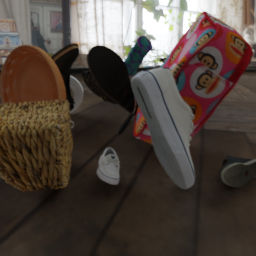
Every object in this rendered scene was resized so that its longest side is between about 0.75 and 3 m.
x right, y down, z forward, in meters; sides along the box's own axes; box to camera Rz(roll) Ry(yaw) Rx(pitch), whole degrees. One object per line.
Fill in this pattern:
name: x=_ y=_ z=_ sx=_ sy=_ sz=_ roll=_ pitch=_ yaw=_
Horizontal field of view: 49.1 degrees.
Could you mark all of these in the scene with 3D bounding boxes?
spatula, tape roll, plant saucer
spatula: x=0.125 y=-0.519 z=7.263 sx=0.196 sy=1.903 sz=0.538 roll=23 pitch=32 yaw=-3
tape roll: x=-2.454 y=-1.270 z=10.643 sx=1.497 sy=1.497 sz=0.523 roll=-2 pitch=12 yaw=-8
plant saucer: x=-2.346 y=-0.815 z=6.989 sx=2.405 sy=2.405 sz=0.450 roll=11 pitch=16 yaw=35

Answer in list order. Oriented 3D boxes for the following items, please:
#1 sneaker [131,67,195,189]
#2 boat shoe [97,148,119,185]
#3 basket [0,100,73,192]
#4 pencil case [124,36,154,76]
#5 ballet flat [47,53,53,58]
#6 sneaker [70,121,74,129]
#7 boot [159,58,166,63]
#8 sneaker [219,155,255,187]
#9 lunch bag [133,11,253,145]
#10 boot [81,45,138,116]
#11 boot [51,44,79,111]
sneaker: x=0.795 y=-0.009 z=4.731 sx=0.757 sy=2.140 sz=0.781 roll=-25 pitch=12 yaw=-18
boat shoe: x=-0.340 y=0.634 z=4.957 sx=0.394 sy=0.350 sz=1.071 roll=17 pitch=12 yaw=-18
basket: x=-1.713 y=0.323 z=4.873 sx=1.348 sy=1.292 sz=1.810 roll=-4 pitch=20 yaw=-7
pencil case: x=0.375 y=-3.047 z=12.091 sx=0.843 sy=0.776 sz=1.825 roll=-24 pitch=-14 yaw=-36
ballet flat: x=-2.728 y=-2.131 z=8.921 sx=0.892 sy=0.315 sz=0.315 roll=-33 pitch=32 yaw=-35
sneaker: x=-2.146 y=-0.083 z=8.464 sx=0.620 sy=0.395 sz=1.073 roll=7 pitch=15 yaw=36
boot: x=1.855 y=-1.782 z=8.642 sx=1.758 sy=0.609 sz=1.531 roll=16 pitch=12 yaw=8
sneaker: x=1.913 y=0.794 z=5.257 sx=1.166 sy=0.436 sz=0.619 roll=-2 pitch=7 yaw=-39
lunch bag: x=1.260 y=-1.106 z=6.437 sx=1.204 sy=2.940 sz=2.590 roll=28 pitch=31 yaw=-12
boot: x=-0.833 y=-1.469 z=8.890 sx=0.994 sy=2.872 sz=2.500 roll=-49 pitch=40 yaw=-11
boot: x=-2.009 y=-1.458 z=9.225 sx=2.307 sy=1.596 sz=0.893 roll=-40 pitch=-8 yaw=37
